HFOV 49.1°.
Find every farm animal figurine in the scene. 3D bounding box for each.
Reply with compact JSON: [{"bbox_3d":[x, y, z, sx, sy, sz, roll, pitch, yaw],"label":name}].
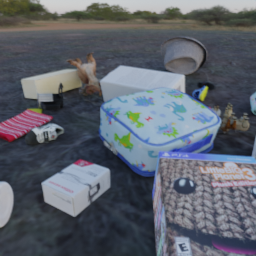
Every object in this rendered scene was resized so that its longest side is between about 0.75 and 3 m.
[{"bbox_3d":[2.884,-0.218,8.294,0.970,0.604,1.201,-17,36,-20],"label":"farm animal figurine"}]

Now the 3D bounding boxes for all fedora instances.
[{"bbox_3d":[2.841,-3.641,15.003,2.615,2.312,1.181,7,54,27],"label":"fedora"}]

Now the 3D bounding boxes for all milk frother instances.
[{"bbox_3d":[-2.756,-1.138,9.943,0.886,0.942,0.850,-3,16,-19],"label":"milk frother"}]

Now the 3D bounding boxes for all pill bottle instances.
[{"bbox_3d":[-2.752,1.287,4.743,1.343,0.759,0.759,1,24,2],"label":"pill bottle"}]

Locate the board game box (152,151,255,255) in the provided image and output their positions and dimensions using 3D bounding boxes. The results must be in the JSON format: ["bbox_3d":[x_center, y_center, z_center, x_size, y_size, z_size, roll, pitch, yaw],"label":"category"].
[{"bbox_3d":[1.220,1.335,3.950,1.600,0.972,2.007,3,31,-1],"label":"board game box"}]

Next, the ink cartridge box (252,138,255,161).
[{"bbox_3d":[3.880,0.996,4.930,1.973,1.139,2.702,-8,25,-17],"label":"ink cartridge box"}]

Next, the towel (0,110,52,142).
[{"bbox_3d":[-3.258,-0.111,8.464,1.159,0.180,1.602,16,34,31],"label":"towel"}]

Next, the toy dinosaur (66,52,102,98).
[{"bbox_3d":[-1.703,-2.175,11.842,1.117,1.764,2.603,-19,15,0],"label":"toy dinosaur"}]

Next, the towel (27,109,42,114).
[{"bbox_3d":[-3.215,-0.409,9.480,0.527,0.110,1.224,-2,23,-13],"label":"towel"}]

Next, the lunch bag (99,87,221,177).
[{"bbox_3d":[0.795,0.000,6.956,2.734,1.127,2.198,-18,42,-36],"label":"lunch bag"}]

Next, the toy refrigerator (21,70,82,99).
[{"bbox_3d":[-3.177,-1.872,11.934,0.923,0.850,2.430,8,23,35],"label":"toy refrigerator"}]

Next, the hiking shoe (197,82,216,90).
[{"bbox_3d":[3.637,-1.958,12.677,0.481,0.362,0.955,-22,31,-35],"label":"hiking shoe"}]

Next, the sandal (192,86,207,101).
[{"bbox_3d":[2.932,-1.445,11.395,0.482,0.440,1.108,14,25,21],"label":"sandal"}]

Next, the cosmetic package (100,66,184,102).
[{"bbox_3d":[0.496,-1.348,9.862,2.666,0.950,1.352,16,43,30],"label":"cosmetic package"}]

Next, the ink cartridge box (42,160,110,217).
[{"bbox_3d":[-0.994,1.129,5.478,0.799,0.459,1.100,15,28,30],"label":"ink cartridge box"}]

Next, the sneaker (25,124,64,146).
[{"bbox_3d":[-2.263,0.176,7.697,0.519,0.435,1.173,11,26,29],"label":"sneaker"}]

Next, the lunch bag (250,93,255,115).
[{"bbox_3d":[5.009,-0.929,9.650,1.496,0.912,1.274,-8,27,22],"label":"lunch bag"}]
